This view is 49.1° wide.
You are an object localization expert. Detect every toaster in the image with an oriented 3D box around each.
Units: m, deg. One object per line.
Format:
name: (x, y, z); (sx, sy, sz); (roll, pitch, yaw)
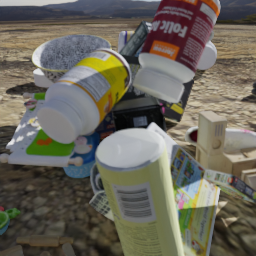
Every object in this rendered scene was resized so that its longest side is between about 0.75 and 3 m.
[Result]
toaster: (0.343, -0.070, 7.342); (1.459, 1.319, 0.866); (-9, 25, 1)

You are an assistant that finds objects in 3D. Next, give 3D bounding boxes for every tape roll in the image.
tape roll: (-3.622, -2.458, 13.409); (1.700, 0.595, 1.700); (0, 25, 0)

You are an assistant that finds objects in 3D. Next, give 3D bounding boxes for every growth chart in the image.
growth chart: (-1.916, -0.091, 7.104); (2.149, 0.263, 2.970); (-4, 40, 0)

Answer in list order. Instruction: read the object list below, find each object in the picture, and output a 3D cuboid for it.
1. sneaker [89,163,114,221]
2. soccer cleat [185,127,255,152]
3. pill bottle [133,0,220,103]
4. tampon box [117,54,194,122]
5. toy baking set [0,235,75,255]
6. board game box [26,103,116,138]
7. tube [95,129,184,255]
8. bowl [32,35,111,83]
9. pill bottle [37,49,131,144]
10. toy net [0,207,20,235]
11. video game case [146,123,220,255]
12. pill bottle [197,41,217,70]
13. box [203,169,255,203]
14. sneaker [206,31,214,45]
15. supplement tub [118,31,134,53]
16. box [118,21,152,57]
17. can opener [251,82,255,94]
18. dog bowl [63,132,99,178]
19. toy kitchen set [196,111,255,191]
sneaker: (-0.184, 0.768, 5.693); (1.068, 1.014, 2.653); (24, 22, -16)
soccer cleat: (2.422, 0.342, 7.338); (1.927, 0.673, 0.832); (5, 3, 28)
pill bottle: (1.149, -2.046, 7.041); (1.475, 2.584, 1.475); (21, 2, -1)
tampon box: (0.585, -1.320, 9.221); (2.395, 1.512, 1.795); (19, 1, 36)
toy baking set: (-1.297, 2.123, 4.315); (1.501, 0.175, 1.152); (-1, 28, -2)
board game box: (-1.755, -0.451, 8.926); (2.626, 0.810, 2.625); (-13, 28, -25)
tube: (0.236, 1.251, 3.234); (0.679, 2.615, 0.759); (-16, 30, -6)
bowl: (-1.839, -2.139, 9.762); (2.644, 1.241, 2.644); (-3, 42, 3)
pill bottle: (-1.005, -0.789, 6.707); (1.371, 1.371, 2.509); (12, 43, 23)
toy net: (-2.888, 1.645, 5.116); (1.608, 0.311, 0.843); (1, 26, 2)
video game case: (0.800, 1.037, 5.145); (1.966, 0.247, 2.160); (42, 34, 0)
pill bottle: (4.223, -4.293, 16.111); (1.568, 1.568, 2.706); (3, 25, 7)
box: (1.915, 1.076, 5.129); (1.072, 0.186, 0.590); (32, -15, -35)
sneaker: (2.045, -2.910, 10.187); (2.703, 0.987, 0.957); (-46, 44, -15)
supplement tub: (0.982, -4.070, 15.026); (2.912, 2.117, 2.117); (2, 25, 3)
box: (0.750, -3.010, 11.800); (2.263, 2.848, 0.655); (-3, 61, -39)
can opener: (6.259, -1.493, 11.693); (2.026, 0.541, 0.678); (11, -5, 23)
dog bowl: (-1.174, 0.631, 7.050); (0.970, 0.432, 1.741); (-7, 27, -5)
toy kitchen set: (2.533, 0.467, 6.146); (1.620, 1.461, 1.321); (-7, 23, -10)
